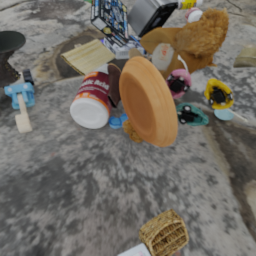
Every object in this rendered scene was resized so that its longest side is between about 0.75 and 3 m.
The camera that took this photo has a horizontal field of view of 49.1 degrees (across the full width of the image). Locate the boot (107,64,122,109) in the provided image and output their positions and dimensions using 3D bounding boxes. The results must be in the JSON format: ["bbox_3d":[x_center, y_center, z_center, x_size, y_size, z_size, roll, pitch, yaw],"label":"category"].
[{"bbox_3d":[-0.490,-1.436,9.589,0.462,1.276,1.062,-7,39,25],"label":"boot"}]

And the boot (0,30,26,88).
[{"bbox_3d":[-4.172,-2.190,9.480,2.244,1.953,0.777,-23,72,0],"label":"boot"}]

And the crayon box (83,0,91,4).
[{"bbox_3d":[-1.383,-5.048,10.824,0.793,0.231,0.471,4,75,-45],"label":"crayon box"}]

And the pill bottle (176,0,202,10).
[{"bbox_3d":[2.274,-4.771,10.591,0.983,0.537,0.537,-9,48,-9],"label":"pill bottle"}]

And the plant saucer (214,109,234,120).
[{"bbox_3d":[3.918,-0.550,11.484,0.774,0.149,0.774,0,48,0],"label":"plant saucer"}]

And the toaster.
[{"bbox_3d":[0.918,-4.238,10.206,0.974,1.642,1.485,50,47,5],"label":"toaster"}]

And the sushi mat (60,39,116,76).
[{"bbox_3d":[-1.355,-2.579,10.081,1.098,0.139,2.295,41,39,1],"label":"sushi mat"}]

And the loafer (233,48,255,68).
[{"bbox_3d":[3.080,-1.825,7.264,0.564,0.500,1.483,4,15,30],"label":"loafer"}]

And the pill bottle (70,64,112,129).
[{"bbox_3d":[-1.249,-1.373,11.329,1.491,1.491,2.611,7,47,7],"label":"pill bottle"}]

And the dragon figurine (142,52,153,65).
[{"bbox_3d":[0.697,-2.324,10.560,0.484,0.818,1.645,15,77,18],"label":"dragon figurine"}]

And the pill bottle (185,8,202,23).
[{"bbox_3d":[2.368,-3.798,9.786,0.620,0.620,1.131,2,31,2],"label":"pill bottle"}]

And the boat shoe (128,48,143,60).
[{"bbox_3d":[0.407,-2.089,9.802,0.512,0.461,1.423,-30,93,-6],"label":"boat shoe"}]

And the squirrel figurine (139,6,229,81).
[{"bbox_3d":[2.218,-2.544,9.266,2.626,2.814,1.991,-10,77,-41],"label":"squirrel figurine"}]

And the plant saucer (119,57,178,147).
[{"bbox_3d":[0.422,-0.630,7.788,0.492,2.626,2.626,-23,51,-18],"label":"plant saucer"}]

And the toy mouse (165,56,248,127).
[{"bbox_3d":[1.667,-0.856,7.959,2.376,2.674,0.517,-20,37,38],"label":"toy mouse"}]

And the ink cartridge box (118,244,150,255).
[{"bbox_3d":[-0.196,4.211,6.767,2.332,0.665,1.896,-17,49,-21],"label":"ink cartridge box"}]

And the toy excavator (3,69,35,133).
[{"bbox_3d":[-4.266,-1.073,11.312,1.235,2.473,2.405,-15,5,-13],"label":"toy excavator"}]

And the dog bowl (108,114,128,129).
[{"bbox_3d":[-0.324,-0.252,11.150,0.929,0.230,0.518,-15,49,-14],"label":"dog bowl"}]

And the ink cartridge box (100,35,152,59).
[{"bbox_3d":[0.018,-3.641,12.158,1.965,0.430,1.984,-11,41,-22],"label":"ink cartridge box"}]

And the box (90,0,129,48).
[{"bbox_3d":[-0.579,-3.705,9.152,0.403,1.393,1.753,-24,55,33],"label":"box"}]

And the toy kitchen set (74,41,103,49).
[{"bbox_3d":[-1.793,-4.007,14.001,1.458,1.189,1.315,-20,50,-18],"label":"toy kitchen set"}]

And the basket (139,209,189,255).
[{"bbox_3d":[1.021,2.943,7.716,1.223,0.873,0.911,-24,51,-21],"label":"basket"}]

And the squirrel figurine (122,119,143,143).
[{"bbox_3d":[0.480,-0.270,10.345,1.077,1.420,1.522,24,51,21],"label":"squirrel figurine"}]
